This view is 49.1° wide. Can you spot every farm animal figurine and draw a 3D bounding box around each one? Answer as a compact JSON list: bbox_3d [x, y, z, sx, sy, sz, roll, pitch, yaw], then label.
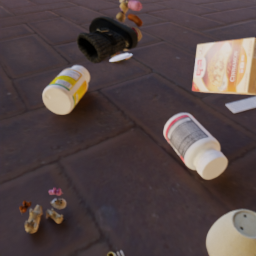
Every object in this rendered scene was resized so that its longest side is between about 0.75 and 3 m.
[{"bbox_3d":[-2.443,2.447,8.213,1.278,0.643,1.032,-16,59,-25],"label":"farm animal figurine"}]

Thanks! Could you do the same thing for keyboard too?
[{"bbox_3d":[5.724,-1.139,13.171,2.354,0.126,0.663,-14,40,-17],"label":"keyboard"}]

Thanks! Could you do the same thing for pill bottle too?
[{"bbox_3d":[-2.750,-1.879,13.040,1.450,1.450,2.571,9,39,12],"label":"pill bottle"},{"bbox_3d":[2.358,0.628,9.887,1.335,1.335,2.412,-13,39,-17],"label":"pill bottle"}]

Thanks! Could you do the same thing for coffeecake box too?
[{"bbox_3d":[3.466,-2.093,9.846,0.826,1.735,2.260,1,7,-37],"label":"coffeecake box"}]

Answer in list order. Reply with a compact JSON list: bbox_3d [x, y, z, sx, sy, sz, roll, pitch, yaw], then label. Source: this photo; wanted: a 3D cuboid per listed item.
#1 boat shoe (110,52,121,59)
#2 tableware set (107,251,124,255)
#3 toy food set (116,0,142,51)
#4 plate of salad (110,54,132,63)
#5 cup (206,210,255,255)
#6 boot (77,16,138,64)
[{"bbox_3d":[-0.844,-4.724,17.442,0.595,0.635,1.763,-4,43,-15],"label":"boat shoe"},{"bbox_3d":[-0.285,3.654,6.926,0.852,0.194,1.265,-16,41,-19],"label":"tableware set"},{"bbox_3d":[0.072,-5.106,13.191,1.640,2.580,0.406,-13,-6,44],"label":"toy food set"},{"bbox_3d":[-0.250,-2.423,9.820,0.831,0.200,0.831,-14,23,6],"label":"plate of salad"},{"bbox_3d":[2.948,2.804,7.216,1.655,1.184,1.655,0,37,0],"label":"cup"},{"bbox_3d":[-1.348,-3.902,12.154,2.296,1.156,3.072,-31,43,-30],"label":"boot"}]
